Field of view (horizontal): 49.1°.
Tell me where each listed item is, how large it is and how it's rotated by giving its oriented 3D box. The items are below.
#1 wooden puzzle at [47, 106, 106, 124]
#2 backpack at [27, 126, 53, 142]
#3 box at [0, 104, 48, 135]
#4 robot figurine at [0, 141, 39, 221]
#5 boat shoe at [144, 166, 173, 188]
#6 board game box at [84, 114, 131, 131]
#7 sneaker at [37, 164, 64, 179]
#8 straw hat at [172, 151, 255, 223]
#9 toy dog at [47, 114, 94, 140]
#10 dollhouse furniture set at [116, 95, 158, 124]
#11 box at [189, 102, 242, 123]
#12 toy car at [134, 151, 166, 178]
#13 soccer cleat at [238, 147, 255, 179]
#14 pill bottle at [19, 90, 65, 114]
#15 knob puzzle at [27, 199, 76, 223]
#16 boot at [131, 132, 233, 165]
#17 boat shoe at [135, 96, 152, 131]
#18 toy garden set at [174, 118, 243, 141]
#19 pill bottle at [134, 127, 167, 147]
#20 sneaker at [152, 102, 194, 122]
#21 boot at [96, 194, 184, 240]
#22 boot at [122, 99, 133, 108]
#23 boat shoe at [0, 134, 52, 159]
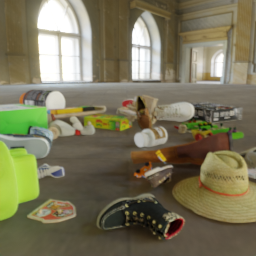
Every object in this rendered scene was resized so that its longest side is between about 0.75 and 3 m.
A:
[{"bbox_3d":[-2.897,-0.794,14.001,2.893,0.539,2.676,-14,10,-27],"label":"wooden puzzle"},{"bbox_3d":[-3.126,0.330,9.939,0.880,0.718,0.677,8,7,-9],"label":"backpack"},{"bbox_3d":[-4.923,-0.297,11.522,2.087,1.143,2.365,9,13,37],"label":"box"},{"bbox_3d":[-2.913,1.031,4.811,2.530,1.463,2.219,-9,15,-36],"label":"robot figurine"},{"bbox_3d":[0.803,1.151,6.680,0.454,0.376,1.265,-31,-16,22],"label":"boat shoe"},{"bbox_3d":[-0.954,-0.288,13.078,2.005,0.477,1.019,7,14,28],"label":"board game box"},{"bbox_3d":[-2.045,1.080,7.249,0.769,0.311,0.444,-3,15,-7],"label":"sneaker"},{"bbox_3d":[2.028,0.996,5.947,2.250,0.952,2.250,-3,12,1],"label":"straw hat"},{"bbox_3d":[-2.407,-0.139,11.295,1.955,0.942,1.289,-9,18,-34],"label":"toy dog"},{"bbox_3d":[0.242,-1.101,13.576,2.113,1.210,2.478,22,10,36],"label":"dollhouse furniture set"},{"bbox_3d":[4.407,-0.904,15.388,2.179,0.688,2.763,-7,14,-28],"label":"box"},{"bbox_3d":[0.515,0.976,6.711,0.546,0.370,1.113,-33,-12,-26],"label":"toy car"},{"bbox_3d":[3.323,0.978,6.789,1.017,0.820,2.388,-8,9,3],"label":"soccer cleat"},{"bbox_3d":[-5.124,-1.499,16.346,2.706,1.437,1.437,9,15,33],"label":"pill bottle"},{"bbox_3d":[-1.383,1.579,5.403,0.903,0.125,0.903,0,12,0],"label":"knob puzzle"},{"bbox_3d":[1.276,0.565,7.212,2.425,0.830,2.283,0,-5,0],"label":"boot"},{"bbox_3d":[0.591,-0.586,11.941,0.610,1.696,0.577,-19,-29,7],"label":"boat shoe"},{"bbox_3d":[3.053,-0.028,11.581,2.090,0.500,2.508,-6,15,-28],"label":"toy garden set"},{"bbox_3d":[0.792,0.339,9.853,1.110,0.635,0.635,-11,16,-39],"label":"pill bottle"},{"bbox_3d":[2.086,-0.721,14.246,1.124,0.966,2.654,-12,6,-37],"label":"sneaker"},{"bbox_3d":[0.215,1.557,4.747,1.276,0.461,0.964,-9,18,-34],"label":"boot"},{"bbox_3d":[0.111,-1.381,17.755,1.864,0.675,1.345,14,19,36],"label":"boot"},{"bbox_3d":[-3.547,0.567,8.647,2.304,0.815,1.046,4,5,-8],"label":"boat shoe"}]
